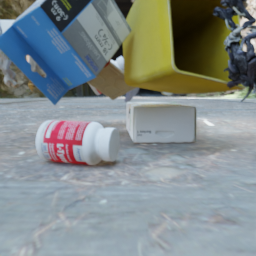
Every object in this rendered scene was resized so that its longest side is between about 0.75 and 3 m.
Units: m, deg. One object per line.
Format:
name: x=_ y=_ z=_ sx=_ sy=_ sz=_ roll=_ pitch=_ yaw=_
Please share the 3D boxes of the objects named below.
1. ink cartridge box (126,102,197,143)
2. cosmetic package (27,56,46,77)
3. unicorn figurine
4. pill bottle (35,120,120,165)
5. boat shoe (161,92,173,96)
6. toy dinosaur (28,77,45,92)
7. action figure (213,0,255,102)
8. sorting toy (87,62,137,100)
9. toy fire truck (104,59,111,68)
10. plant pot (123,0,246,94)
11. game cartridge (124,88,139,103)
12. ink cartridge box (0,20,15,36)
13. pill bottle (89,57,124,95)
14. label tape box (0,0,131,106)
ink cartridge box: x=1.078 y=-0.305 z=10.354 sx=2.102 sy=1.219 sz=2.903 roll=-1 pitch=8 yaw=-5
cosmetic package: x=-3.482 y=-3.192 z=10.942 sx=0.907 sy=1.291 sz=2.546 roll=0 pitch=40 yaw=-22
unicorn figurine: x=-2.576 y=-2.065 z=7.186 sx=0.902 sy=1.678 sz=2.444 roll=5 pitch=26 yaw=32
pill bottle: x=-1.161 y=0.348 z=6.651 sx=1.800 sy=1.011 sz=1.011 roll=3 pitch=9 yaw=18
boat shoe: x=1.996 y=-2.484 z=11.347 sx=0.979 sy=2.620 sz=0.896 roll=34 pitch=-14 yaw=-6
toy dinosaur: x=-3.642 y=-2.128 z=11.850 sx=2.638 sy=0.797 sz=1.401 roll=22 pitch=33 yaw=20
action figure: x=3.019 y=-2.024 z=6.919 sx=1.387 sy=2.718 sz=1.616 roll=-7 pitch=-16 yaw=-5
sorting toy: x=-0.922 y=-1.944 z=10.263 sx=2.369 sy=0.317 sz=1.765 roll=33 pitch=-33 yaw=-32
toy fire truck: x=-1.622 y=-2.553 z=9.096 sx=1.662 sy=1.979 sz=1.110 roll=-26 pitch=-22 yaw=15
plant pot: x=1.385 y=-2.423 z=8.309 sx=2.948 sy=2.947 sz=2.600 roll=4 pitch=-11 yaw=-35
game cartridge: x=0.269 y=-1.866 z=12.484 sx=0.316 sy=1.066 sz=1.644 roll=18 pitch=27 yaw=10
ink cartridge box: x=-3.379 y=-2.555 z=8.060 sx=1.609 sy=0.676 sz=1.171 roll=-1 pitch=-2 yaw=-4
pill bottle: x=-0.880 y=-2.373 z=12.562 sx=1.865 sy=1.039 sz=1.039 roll=-32 pitch=8 yaw=3
label tape box: x=-1.406 y=-2.309 z=7.007 sx=0.929 sy=2.117 sz=2.936 roll=5 pitch=54 yaw=45
